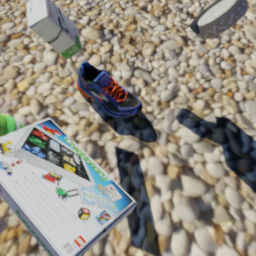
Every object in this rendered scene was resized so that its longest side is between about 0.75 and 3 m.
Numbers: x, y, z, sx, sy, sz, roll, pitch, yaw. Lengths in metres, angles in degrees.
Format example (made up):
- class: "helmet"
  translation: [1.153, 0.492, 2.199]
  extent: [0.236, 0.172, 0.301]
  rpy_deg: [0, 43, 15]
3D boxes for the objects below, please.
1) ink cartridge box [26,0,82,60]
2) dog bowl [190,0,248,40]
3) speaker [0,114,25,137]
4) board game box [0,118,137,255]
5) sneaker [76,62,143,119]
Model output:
- class: "ink cartridge box"
  translation: [-1.950, -2.695, 7.484]
  extent: [0.603, 1.430, 1.045]
  rpy_deg: [-26, 60, 17]
- class: "dog bowl"
  translation: [2.436, -2.980, 7.486]
  extent: [0.459, 1.565, 1.565]
  rpy_deg: [46, 56, -22]
- class: "speaker"
  translation: [-3.464, -0.088, 5.399]
  extent: [1.236, 2.796, 1.236]
  rpy_deg: [-21, 56, 35]
- class: "board game box"
  translation: [-1.146, 0.860, 4.415]
  extent: [2.259, 0.391, 1.426]
  rpy_deg: [41, 43, 20]
- class: "sneaker"
  translation: [-0.701, -1.214, 8.922]
  extent: [2.687, 1.054, 1.012]
  rpy_deg: [31, 61, 20]
